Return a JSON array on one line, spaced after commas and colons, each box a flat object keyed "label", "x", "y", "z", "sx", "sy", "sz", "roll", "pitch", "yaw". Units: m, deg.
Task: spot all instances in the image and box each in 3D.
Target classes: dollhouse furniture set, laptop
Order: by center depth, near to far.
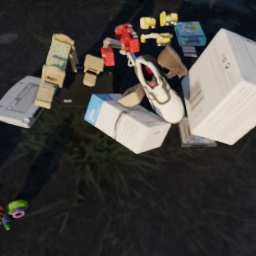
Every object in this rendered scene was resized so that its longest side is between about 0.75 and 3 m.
[{"label": "dollhouse furniture set", "x": 0.348, "y": -1.877, "z": 9.027, "sx": 1.831, "sy": 1.640, "sz": 2.311, "roll": -24, "pitch": 14, "yaw": 22}, {"label": "dollhouse furniture set", "x": -1.943, "y": -1.765, "z": 9.789, "sx": 1.987, "sy": 1.249, "sz": 2.246, "roll": 15, "pitch": 69, "yaw": -15}, {"label": "laptop", "x": -1.592, "y": -1.788, "z": 11.510, "sx": 2.012, "sy": 1.173, "sz": 2.270, "roll": 0, "pitch": 23, "yaw": -1}]

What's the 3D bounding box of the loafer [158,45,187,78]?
[{"label": "loafer", "x": 1.294, "y": -1.943, "z": 8.584, "sx": 0.645, "sy": 1.816, "sz": 0.663, "roll": -38, "pitch": 67, "yaw": 13}]

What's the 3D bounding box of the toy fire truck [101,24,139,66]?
[{"label": "toy fire truck", "x": -0.322, "y": -2.785, "z": 9.212, "sx": 1.277, "sy": 0.442, "sz": 1.811, "roll": -12, "pitch": 45, "yaw": -6}]

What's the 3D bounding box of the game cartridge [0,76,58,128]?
[{"label": "game cartridge", "x": -3.887, "y": -1.050, "z": 10.657, "sx": 1.568, "sy": 0.489, "sz": 2.355, "roll": 11, "pitch": 49, "yaw": 15}]

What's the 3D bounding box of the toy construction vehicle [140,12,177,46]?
[{"label": "toy construction vehicle", "x": 0.974, "y": -3.112, "z": 8.680, "sx": 1.171, "sy": 0.412, "sz": 1.019, "roll": 0, "pitch": 80, "yaw": -1}]

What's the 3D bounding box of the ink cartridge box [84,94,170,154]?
[{"label": "ink cartridge box", "x": -0.006, "y": -0.217, "z": 9.111, "sx": 2.242, "sy": 0.938, "sz": 1.626, "roll": 32, "pitch": 20, "yaw": 25}]

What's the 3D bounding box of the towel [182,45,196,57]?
[{"label": "towel", "x": 2.857, "y": -3.605, "z": 13.142, "sx": 0.592, "sy": 0.093, "sz": 0.822, "roll": 1, "pitch": 50, "yaw": -2}]

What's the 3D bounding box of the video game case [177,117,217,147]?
[{"label": "video game case", "x": 2.371, "y": 0.116, "z": 9.787, "sx": 1.158, "sy": 0.163, "sz": 1.281, "roll": -1, "pitch": 48, "yaw": -1}]

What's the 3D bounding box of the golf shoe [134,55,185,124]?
[{"label": "golf shoe", "x": 0.882, "y": -1.098, "z": 8.550, "sx": 0.920, "sy": 2.383, "sz": 1.050, "roll": -33, "pitch": 3, "yaw": 16}]

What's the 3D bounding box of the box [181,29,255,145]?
[{"label": "box", "x": 3.217, "y": -1.271, "z": 9.117, "sx": 1.670, "sy": 2.556, "sz": 2.542, "roll": 14, "pitch": 49, "yaw": -18}]

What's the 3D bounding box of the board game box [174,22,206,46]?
[{"label": "board game box", "x": 3.044, "y": -4.672, "z": 13.889, "sx": 1.223, "sy": 0.380, "sz": 1.620, "roll": -3, "pitch": 49, "yaw": -3}]

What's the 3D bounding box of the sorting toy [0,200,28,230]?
[{"label": "sorting toy", "x": -3.226, "y": 2.367, "z": 7.462, "sx": 1.134, "sy": 0.681, "sz": 0.465, "roll": -6, "pitch": 46, "yaw": -30}]
